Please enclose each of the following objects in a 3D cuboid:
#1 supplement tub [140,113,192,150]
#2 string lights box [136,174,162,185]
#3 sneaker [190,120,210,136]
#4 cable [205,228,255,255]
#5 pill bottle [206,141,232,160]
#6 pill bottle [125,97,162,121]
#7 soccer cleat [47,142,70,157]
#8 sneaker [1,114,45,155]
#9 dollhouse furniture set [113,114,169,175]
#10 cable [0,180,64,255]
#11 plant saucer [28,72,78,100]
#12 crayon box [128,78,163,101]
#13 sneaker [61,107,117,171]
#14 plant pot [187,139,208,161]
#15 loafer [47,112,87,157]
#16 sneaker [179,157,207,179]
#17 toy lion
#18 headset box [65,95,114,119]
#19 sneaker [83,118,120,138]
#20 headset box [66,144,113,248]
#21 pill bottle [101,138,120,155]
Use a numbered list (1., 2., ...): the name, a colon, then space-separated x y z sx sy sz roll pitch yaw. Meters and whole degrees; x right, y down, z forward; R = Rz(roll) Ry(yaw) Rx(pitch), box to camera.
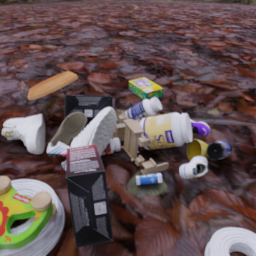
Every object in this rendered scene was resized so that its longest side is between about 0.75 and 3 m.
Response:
1. supplement tub: 1.512 0.131 11.187 1.859 1.352 1.352 -9 28 23
2. string lights box: 0.737 1.828 9.959 0.895 0.264 0.460 -7 0 1
3. sneaker: 2.649 0.054 11.942 0.831 0.581 1.671 -28 34 -32
4. cable: 2.944 3.469 7.349 1.788 0.619 1.787 12 35 18
5. pill bottle: 3.592 0.862 10.895 0.701 0.701 1.253 26 16 34
6. pill bottle: 0.730 -0.767 12.996 1.599 0.888 0.888 -29 22 27
7. soccer cleat: -2.248 0.757 9.853 1.225 0.529 0.428 3 -9 0
8. sneaker: -4.492 0.360 11.900 1.716 1.094 2.969 -9 24 -10
9. dollhouse furniture set: 0.551 0.484 11.231 1.222 1.431 2.760 -12 37 -25
10. cable: -3.253 2.730 8.185 2.747 0.951 2.746 25 40 33
11. plant saucer: -3.617 -2.062 13.242 2.529 0.473 2.529 -20 20 8
12. crayon box: 0.995 -2.277 16.331 1.156 0.567 1.946 -18 37 -26
13. sneaker: -1.471 0.425 10.671 1.196 1.135 2.971 15 67 36
14. plant pot: 2.890 0.933 11.172 0.656 0.924 0.924 5 29 -26
15. loafer: -2.474 0.254 11.267 0.814 0.734 2.151 39 67 -3
16. sneaker: 2.482 1.427 9.810 0.648 0.668 1.829 -4 6 37
17. toy lion: -3.363 2.459 7.321 2.269 0.779 2.175 13 46 19
18. headset box: -1.668 -0.994 13.020 2.032 1.055 2.731 2 7 0
19. sneaker: -1.077 -0.007 12.420 0.874 0.978 2.449 19 37 28
20. headset box: -1.153 1.695 7.925 1.003 1.934 2.598 -8 15 -11
21. pill bottle: -0.972 0.772 11.499 1.225 0.671 0.671 -9 34 -13
